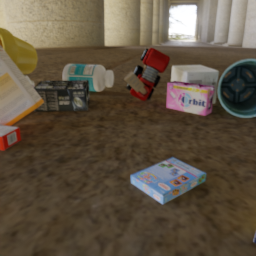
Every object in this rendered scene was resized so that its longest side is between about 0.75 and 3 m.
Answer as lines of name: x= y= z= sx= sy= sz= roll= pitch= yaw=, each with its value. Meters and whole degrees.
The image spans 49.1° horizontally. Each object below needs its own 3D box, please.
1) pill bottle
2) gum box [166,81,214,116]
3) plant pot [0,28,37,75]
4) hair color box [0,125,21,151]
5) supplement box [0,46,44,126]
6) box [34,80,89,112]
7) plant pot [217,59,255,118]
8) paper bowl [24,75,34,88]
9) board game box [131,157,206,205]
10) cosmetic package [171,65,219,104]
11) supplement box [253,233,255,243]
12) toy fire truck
pill bottle: x=-2.293 y=-2.925 z=16.412 sx=2.766 sy=1.532 sz=1.532 roll=5 pitch=22 yaw=13
gum box: x=2.844 y=-1.377 z=12.790 sx=2.128 sy=1.208 sz=0.704 roll=16 pitch=26 yaw=36
plant pot: x=-6.482 y=-3.893 z=15.172 sx=2.734 sy=2.734 sz=2.573 roll=12 pitch=11 yaw=28
hair color box: x=-4.645 y=0.257 z=9.469 sx=1.726 sy=0.529 sz=0.876 roll=7 pitch=23 yaw=16
supplement box: x=-4.700 y=-1.516 z=10.210 sx=1.756 sy=2.786 sz=1.024 roll=-33 pitch=16 yaw=5
box: x=-3.145 y=-1.588 z=13.544 sx=2.457 sy=1.058 sz=2.012 roll=-2 pitch=21 yaw=-5
plant pot: x=5.247 y=-1.884 z=12.841 sx=2.461 sy=2.461 sz=2.410 roll=4 pitch=14 yaw=11
paper bowl: x=-6.334 y=-2.456 z=15.969 sx=1.893 sy=0.984 sz=1.893 roll=0 pitch=20 yaw=0
board game box: x=1.021 y=1.281 z=7.130 sx=1.542 sy=0.282 sz=1.166 roll=-15 pitch=26 yaw=-35
cosmetic package: x=3.328 y=-2.241 z=14.389 sx=1.678 sy=1.677 sz=2.034 roll=-4 pitch=23 yaw=-12
supplement box: x=3.307 y=1.573 z=5.349 sx=1.008 sy=1.001 sz=1.840 roll=19 pitch=28 yaw=41
toy fire truck: x=0.835 y=-2.554 z=13.317 sx=1.833 sy=2.507 sz=2.849 roll=26 pitch=12 yaw=-9
